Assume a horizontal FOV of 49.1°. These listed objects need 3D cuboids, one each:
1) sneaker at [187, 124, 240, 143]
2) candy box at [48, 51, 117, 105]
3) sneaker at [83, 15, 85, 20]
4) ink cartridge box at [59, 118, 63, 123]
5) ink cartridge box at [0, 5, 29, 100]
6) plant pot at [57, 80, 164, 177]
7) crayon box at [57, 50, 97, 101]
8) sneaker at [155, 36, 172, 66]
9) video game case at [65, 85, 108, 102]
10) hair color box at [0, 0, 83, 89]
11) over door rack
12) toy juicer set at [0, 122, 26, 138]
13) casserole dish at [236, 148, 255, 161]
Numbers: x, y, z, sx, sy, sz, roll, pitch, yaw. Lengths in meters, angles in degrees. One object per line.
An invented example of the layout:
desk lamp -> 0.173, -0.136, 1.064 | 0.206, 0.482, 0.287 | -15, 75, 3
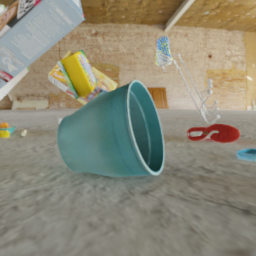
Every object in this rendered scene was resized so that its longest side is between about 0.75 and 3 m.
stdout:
sneaker -> 4.009, 0.168, 13.031 | 2.305, 0.903, 1.331 | 4, 9, 26
candy box -> -1.939, -1.966, 12.043 | 2.546, 1.469, 0.704 | 35, -23, -2
sneaker -> -1.322, -2.704, 6.818 | 0.319, 0.384, 0.804 | 38, 6, -45
ink cartridge box -> -2.563, -0.122, 15.570 | 1.533, 0.899, 2.093 | 6, 7, 43
ink cartridge box -> -3.868, -1.663, 7.377 | 0.694, 2.107, 2.896 | 6, 44, 15
plant pot -> -0.495, 0.220, 7.178 | 2.204, 2.346, 2.346 | -14, 1, 21
crayon box -> -1.466, -1.658, 8.499 | 0.486, 1.184, 1.884 | -21, 19, 8
sneaker -> 1.378, -3.145, 11.350 | 0.675, 0.936, 1.783 | -9, 29, 9
video game case -> -1.470, -1.321, 10.413 | 1.423, 0.124, 1.017 | 25, 42, 2
hair color box -> -2.277, -2.083, 6.036 | 2.709, 1.341, 0.821 | -32, -44, 19
over door rack -> 2.369, -1.545, 9.836 | 0.859, 2.578, 1.905 | -37, 7, 24
toy juicer set -> -6.326, 0.084, 14.529 | 2.594, 0.706, 1.650 | -4, 7, -39
casserole dish -> 4.137, 0.887, 9.283 | 1.285, 0.249, 0.778 | -6, 9, -41
